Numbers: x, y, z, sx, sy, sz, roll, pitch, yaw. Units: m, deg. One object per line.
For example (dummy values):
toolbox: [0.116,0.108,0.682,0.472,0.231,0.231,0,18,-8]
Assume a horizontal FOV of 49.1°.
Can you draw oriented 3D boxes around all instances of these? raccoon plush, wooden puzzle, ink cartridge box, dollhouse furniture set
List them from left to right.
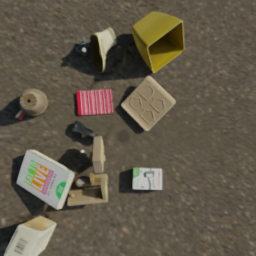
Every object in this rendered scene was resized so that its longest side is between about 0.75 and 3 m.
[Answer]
dollhouse furniture set: [-1.614,1.596,10.490,1.476,1.811,1.722,-6,36,0]
raccoon plush: [-1.795,-3.480,11.887,0.494,1.022,0.685,27,91,-34]
ink cartridge box: [0.756,2.020,11.103,1.146,0.482,0.836,1,80,0]
wooden puzzle: [0.825,-0.993,11.575,1.725,0.399,1.598,-46,80,8]

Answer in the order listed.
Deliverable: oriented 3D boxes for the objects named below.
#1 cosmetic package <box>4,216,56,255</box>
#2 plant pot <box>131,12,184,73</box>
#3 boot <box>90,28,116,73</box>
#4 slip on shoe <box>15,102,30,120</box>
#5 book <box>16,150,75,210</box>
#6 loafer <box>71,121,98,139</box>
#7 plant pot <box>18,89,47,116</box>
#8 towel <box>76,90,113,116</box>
cosmetic package: [-3.378,3.916,9.900,0.767,2.158,1.135,24,81,4]
plant pot: [1.128,-3.689,11.576,1.750,1.750,1.543,-38,63,-5]
boot: [-0.997,-3.310,11.933,0.598,1.660,1.284,15,38,27]
slip on shoe: [-4.299,-0.727,11.723,0.290,0.351,0.947,44,77,-24]
book: [-3.182,1.940,10.725,2.187,0.526,1.461,22,92,24]
loafer: [-1.715,0.241,11.428,1.341,0.488,0.485,31,78,17]
plant pot: [-3.857,-1.040,11.133,1.125,0.976,1.125,0,92,-7]
towel: [-1.422,-1.086,11.838,1.491,0.168,1.078,-4,80,-1]
